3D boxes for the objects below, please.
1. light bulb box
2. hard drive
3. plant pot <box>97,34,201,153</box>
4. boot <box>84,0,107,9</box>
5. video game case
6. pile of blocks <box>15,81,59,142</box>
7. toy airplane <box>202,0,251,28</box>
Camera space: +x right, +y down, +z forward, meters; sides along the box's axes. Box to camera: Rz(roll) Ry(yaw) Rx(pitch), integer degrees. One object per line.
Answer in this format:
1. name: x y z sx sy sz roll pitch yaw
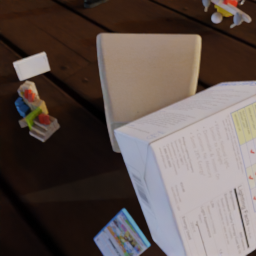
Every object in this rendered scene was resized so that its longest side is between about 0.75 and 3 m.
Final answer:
1. light bulb box: 1.669 0.845 5.586 2.866 2.841 1.789 -23 15 -17
2. hard drive: -3.332 -2.124 9.733 1.104 0.728 0.147 -26 56 -20
3. plant pot: 0.489 -0.696 7.592 2.635 2.638 2.335 1 63 1
4. boot: -1.427 -6.383 12.829 0.636 1.263 1.690 31 57 22
5. video game case: -0.124 1.709 4.199 0.078 0.871 0.624 -8 53 -52
6. pile of blocks: -2.997 -0.640 8.529 0.977 0.740 2.380 -27 56 -21
7. toy airplane: 3.975 -5.038 11.676 1.951 1.383 1.960 20 29 -22
